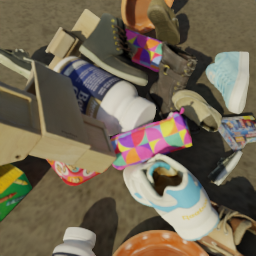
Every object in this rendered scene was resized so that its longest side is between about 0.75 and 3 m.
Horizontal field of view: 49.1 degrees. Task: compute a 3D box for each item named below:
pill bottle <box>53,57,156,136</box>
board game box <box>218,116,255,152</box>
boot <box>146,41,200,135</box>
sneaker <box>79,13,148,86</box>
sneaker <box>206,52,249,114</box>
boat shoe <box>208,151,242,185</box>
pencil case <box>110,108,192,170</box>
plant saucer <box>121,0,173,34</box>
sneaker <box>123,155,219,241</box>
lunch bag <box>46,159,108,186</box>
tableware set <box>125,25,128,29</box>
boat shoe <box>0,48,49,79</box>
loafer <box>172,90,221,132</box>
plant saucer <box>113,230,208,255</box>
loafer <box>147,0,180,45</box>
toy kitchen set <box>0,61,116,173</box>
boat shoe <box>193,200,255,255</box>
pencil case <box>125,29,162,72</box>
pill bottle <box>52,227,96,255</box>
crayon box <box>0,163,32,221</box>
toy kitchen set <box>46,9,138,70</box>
[{"bbox_3d":[-0.640,-0.665,6.845,2.492,1.384,1.384,29,56,22],"label":"pill bottle"},{"bbox_3d":[2.741,0.160,6.857,0.935,0.288,0.934,-5,50,-3],"label":"board game box"},{"bbox_3d":[1.229,-0.959,6.780,0.673,1.693,1.944,-21,56,-39],"label":"boot"},{"bbox_3d":[-0.219,-1.929,6.667,2.245,1.193,0.840,38,15,31],"label":"sneaker"},{"bbox_3d":[2.642,-1.268,7.583,1.109,1.001,2.707,6,35,19],"label":"sneaker"},{"bbox_3d":[2.175,0.818,6.257,0.329,0.366,1.034,36,60,26],"label":"boat shoe"},{"bbox_3d":[0.442,0.260,5.748,1.766,0.781,0.781,-23,49,14],"label":"pencil case"},{"bbox_3d":[0.631,-4.285,9.295,2.270,2.270,0.425,-31,58,-23],"label":"plant saucer"},{"bbox_3d":[0.569,0.946,5.146,0.976,1.030,2.551,-35,20,-16],"label":"sneaker"},{"bbox_3d":[-1.140,0.453,6.338,1.344,0.625,1.526,-25,53,-36],"label":"lunch bag"},{"bbox_3d":[-0.155,-3.493,10.030,0.905,0.126,1.084,-8,54,1],"label":"tableware set"},{"bbox_3d":[-3.055,-1.895,7.846,1.836,0.659,0.621,28,78,-24],"label":"boat shoe"},{"bbox_3d":[1.669,-0.379,6.569,1.443,0.546,0.493,27,34,-18],"label":"loafer"},{"bbox_3d":[0.571,2.757,4.653,2.028,0.327,2.028,0,50,0],"label":"plant saucer"},{"bbox_3d":[1.169,-3.245,8.587,0.773,2.033,0.686,5,78,22],"label":"loafer"},{"bbox_3d":[-2.075,0.177,5.595,2.536,2.288,2.069,22,33,-40],"label":"toy kitchen set"},{"bbox_3d":[1.848,1.834,4.973,2.607,0.936,0.987,29,54,28],"label":"boat shoe"},{"bbox_3d":[0.295,-2.411,8.636,2.141,0.946,0.946,25,54,21],"label":"pencil case"},{"bbox_3d":[-0.964,2.415,4.656,0.752,0.752,1.354,8,50,7],"label":"pill bottle"},{"bbox_3d":[-3.452,1.041,5.837,2.433,0.709,1.445,27,55,21],"label":"crayon box"},{"bbox_3d":[-1.023,-1.877,7.542,1.766,1.957,1.597,36,11,-5],"label":"toy kitchen set"}]
